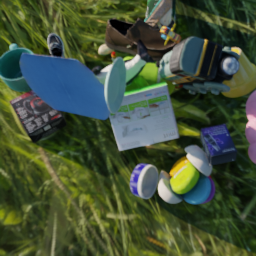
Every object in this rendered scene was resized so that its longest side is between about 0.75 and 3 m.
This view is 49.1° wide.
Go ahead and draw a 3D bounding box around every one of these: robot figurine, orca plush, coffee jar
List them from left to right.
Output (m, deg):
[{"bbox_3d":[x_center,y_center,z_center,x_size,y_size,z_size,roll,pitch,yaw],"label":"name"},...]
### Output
[{"bbox_3d":[-0.392,-1.881,8.907,1.388,2.638,0.938,25,45,-24],"label":"orca plush"},{"bbox_3d":[0.580,-1.729,9.874,2.416,1.398,2.120,6,35,5],"label":"robot figurine"},{"bbox_3d":[1.312,-4.515,11.365,1.186,1.450,2.780,6,60,1],"label":"coffee jar"}]

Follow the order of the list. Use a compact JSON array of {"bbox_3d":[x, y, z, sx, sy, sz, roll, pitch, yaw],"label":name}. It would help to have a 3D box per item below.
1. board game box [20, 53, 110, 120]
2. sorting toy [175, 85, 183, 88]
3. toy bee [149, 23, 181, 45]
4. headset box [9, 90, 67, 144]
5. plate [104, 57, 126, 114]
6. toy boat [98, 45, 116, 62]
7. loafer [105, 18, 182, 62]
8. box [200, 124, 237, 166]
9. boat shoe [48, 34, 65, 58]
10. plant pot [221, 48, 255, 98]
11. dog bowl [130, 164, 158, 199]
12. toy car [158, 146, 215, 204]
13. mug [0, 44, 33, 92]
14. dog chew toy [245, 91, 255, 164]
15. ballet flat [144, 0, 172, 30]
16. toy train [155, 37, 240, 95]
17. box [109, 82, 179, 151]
[{"bbox_3d":[-1.704,-1.328,8.137,2.919,2.306,0.568,12,56,23],"label":"board game box"},{"bbox_3d":[1.315,-2.746,10.872,2.977,1.032,1.025,41,46,18],"label":"sorting toy"},{"bbox_3d":[1.107,-2.704,8.062,0.955,0.519,0.625,4,101,-7],"label":"toy bee"},{"bbox_3d":[-3.132,-0.566,9.658,1.315,0.663,1.769,-31,66,-16],"label":"headset box"},{"bbox_3d":[-0.353,-1.104,7.345,0.188,1.472,1.472,9,61,15],"label":"plate"},{"bbox_3d":[-0.768,-3.002,11.195,0.724,0.400,0.861,-30,57,-20],"label":"toy boat"},{"bbox_3d":[0.409,-3.042,9.412,2.973,1.061,1.085,15,56,23],"label":"loafer"},{"bbox_3d":[2.297,0.433,7.177,0.663,0.467,0.896,-13,51,3],"label":"box"},{"bbox_3d":[-2.779,-3.026,10.810,0.584,0.552,1.628,-13,74,-5],"label":"boat shoe"},{"bbox_3d":[3.298,-1.781,8.731,1.245,1.171,1.245,-28,33,20],"label":"plant pot"},{"bbox_3d":[0.484,1.567,8.264,0.386,0.981,0.981,8,58,35],"label":"dog bowl"},{"bbox_3d":[1.799,1.508,7.963,1.396,1.861,1.629,44,100,0],"label":"toy car"},{"bbox_3d":[-3.832,-2.140,10.256,1.398,1.052,1.702,10,66,9],"label":"mug"},{"bbox_3d":[3.753,0.007,7.423,1.362,1.362,2.188,13,81,7],"label":"dog chew toy"},{"bbox_3d":[1.021,-3.709,9.654,0.757,2.251,0.766,41,58,-10],"label":"ballet flat"},{"bbox_3d":[1.813,-1.698,7.844,1.677,2.942,1.254,16,94,-11],"label":"toy train"},{"bbox_3d":[0.454,-0.352,8.675,1.906,0.922,1.682,-14,104,10],"label":"box"}]
